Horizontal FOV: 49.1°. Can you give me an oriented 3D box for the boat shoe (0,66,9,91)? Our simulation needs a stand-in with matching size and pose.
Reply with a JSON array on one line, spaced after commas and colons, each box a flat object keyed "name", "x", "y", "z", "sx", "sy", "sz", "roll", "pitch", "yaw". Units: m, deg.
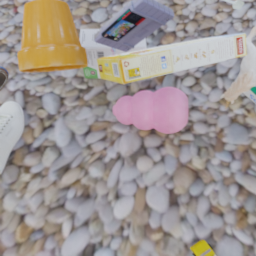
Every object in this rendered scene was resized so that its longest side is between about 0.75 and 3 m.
[{"name": "boat shoe", "x": -3.705, "y": -0.716, "z": 6.908, "sx": 1.972, "sy": 0.713, "sz": 0.714, "roll": -45, "pitch": 46, "yaw": -6}]

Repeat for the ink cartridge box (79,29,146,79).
[{"name": "ink cartridge box", "x": -0.490, "y": -2.504, "z": 9.610, "sx": 2.153, "sy": 1.559, "sz": 0.904, "roll": 0, "pitch": 62, "yaw": 0}]

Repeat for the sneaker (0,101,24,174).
[{"name": "sneaker", "x": -3.900, "y": 0.144, "z": 8.452, "sx": 0.960, "sy": 1.116, "sz": 2.636, "roll": 3, "pitch": 60, "yaw": 4}]

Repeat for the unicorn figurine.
[{"name": "unicorn figurine", "x": 3.369, "y": -1.519, "z": 6.629, "sx": 1.079, "sy": 2.922, "sz": 2.007, "roll": 25, "pitch": 84, "yaw": -25}]

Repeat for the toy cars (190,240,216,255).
[{"name": "toy cars", "x": 1.948, "y": 3.837, "z": 6.805, "sx": 0.947, "sy": 0.468, "sz": 2.112, "roll": 9, "pitch": 62, "yaw": 5}]

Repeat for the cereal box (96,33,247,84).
[{"name": "cereal box", "x": 0.718, "y": -1.313, "z": 5.271, "sx": 2.334, "sy": 1.679, "sz": 0.461, "roll": -14, "pitch": 106, "yaw": -14}]

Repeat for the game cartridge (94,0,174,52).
[{"name": "game cartridge", "x": 0.098, "y": -2.524, "z": 7.011, "sx": 1.173, "sy": 1.810, "sz": 0.347, "roll": -2, "pitch": 74, "yaw": -43}]

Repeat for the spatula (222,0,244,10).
[{"name": "spatula", "x": 3.193, "y": -4.002, "z": 8.293, "sx": 1.196, "sy": 0.832, "sz": 0.096, "roll": -4, "pitch": 48, "yaw": -35}]

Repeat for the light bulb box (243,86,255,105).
[{"name": "light bulb box", "x": 5.413, "y": -1.972, "z": 8.688, "sx": 2.650, "sy": 2.673, "sz": 1.668, "roll": -31, "pitch": 64, "yaw": -15}]

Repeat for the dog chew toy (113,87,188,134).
[{"name": "dog chew toy", "x": 0.674, "y": -0.547, "z": 8.718, "sx": 2.313, "sy": 1.440, "sz": 1.440, "roll": 1, "pitch": 61, "yaw": 10}]

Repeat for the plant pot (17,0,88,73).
[{"name": "plant pot", "x": -1.939, "y": -2.248, "z": 6.988, "sx": 1.691, "sy": 1.691, "sz": 1.548, "roll": -6, "pitch": 99, "yaw": -3}]
